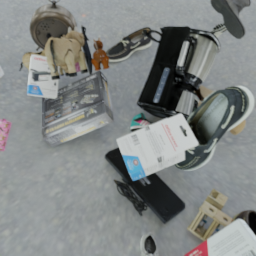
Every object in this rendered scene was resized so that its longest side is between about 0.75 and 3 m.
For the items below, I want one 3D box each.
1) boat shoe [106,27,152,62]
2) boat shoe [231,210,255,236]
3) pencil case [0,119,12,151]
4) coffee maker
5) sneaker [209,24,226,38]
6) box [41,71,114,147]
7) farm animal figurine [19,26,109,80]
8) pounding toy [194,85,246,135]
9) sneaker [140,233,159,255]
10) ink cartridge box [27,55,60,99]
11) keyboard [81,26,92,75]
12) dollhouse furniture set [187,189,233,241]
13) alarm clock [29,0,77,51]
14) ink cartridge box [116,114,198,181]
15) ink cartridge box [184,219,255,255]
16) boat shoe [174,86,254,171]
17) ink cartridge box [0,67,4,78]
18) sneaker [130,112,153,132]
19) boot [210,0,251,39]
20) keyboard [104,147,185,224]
[{"bbox_3d":[0.030,-3.384,11.299,2.310,0.697,0.853,-27,57,-20],"label":"boat shoe"},{"bbox_3d":[3.008,2.918,6.329,0.824,0.811,2.211,-10,53,-8],"label":"boat shoe"},{"bbox_3d":[-3.190,0.186,7.081,0.346,0.331,0.800,21,99,16],"label":"pencil case"},{"bbox_3d":[1.304,-1.590,8.674,2.478,1.738,2.580,17,85,50],"label":"coffee maker"},{"bbox_3d":[2.989,-3.214,9.560,0.908,0.363,0.335,-25,52,27],"label":"sneaker"},{"bbox_3d":[-1.619,-0.602,8.675,2.221,0.537,1.759,-22,55,14],"label":"box"},{"bbox_3d":[-1.968,-2.272,8.513,2.201,1.370,2.725,-23,19,-35],"label":"farm animal figurine"},{"bbox_3d":[2.866,-0.867,8.863,1.378,1.383,2.410,-34,55,-22],"label":"pounding toy"},{"bbox_3d":[0.479,3.055,6.395,0.494,0.542,1.322,-6,52,-4],"label":"sneaker"},{"bbox_3d":[-2.460,-1.476,8.158,0.820,0.478,1.135,5,89,-22],"label":"ink cartridge box"},{"bbox_3d":[-1.355,-2.630,9.148,0.181,1.117,1.758,-10,47,-11],"label":"keyboard"},{"bbox_3d":[2.159,2.244,7.049,0.769,0.773,1.097,32,29,22],"label":"dollhouse furniture set"},{"bbox_3d":[-2.431,-3.392,9.132,1.498,2.221,0.739,3,41,-11],"label":"alarm clock"},{"bbox_3d":[0.679,0.446,6.525,1.659,0.553,0.961,-22,59,-1],"label":"ink cartridge box"},{"bbox_3d":[2.316,3.276,5.549,1.656,0.941,2.272,-39,56,11],"label":"ink cartridge box"},{"bbox_3d":[1.808,0.109,7.013,0.883,2.928,1.107,-6,48,-36],"label":"boat shoe"},{"bbox_3d":[-5.591,-1.797,10.044,1.277,0.749,1.743,17,55,13],"label":"ink cartridge box"},{"bbox_3d":[0.578,-0.197,9.019,1.040,0.435,0.628,-3,62,0],"label":"sneaker"},{"bbox_3d":[2.870,-3.064,7.288,0.904,0.479,1.373,-29,87,-16],"label":"boot"},{"bbox_3d":[0.240,1.586,7.730,1.351,0.515,2.597,-17,49,-41],"label":"keyboard"}]
